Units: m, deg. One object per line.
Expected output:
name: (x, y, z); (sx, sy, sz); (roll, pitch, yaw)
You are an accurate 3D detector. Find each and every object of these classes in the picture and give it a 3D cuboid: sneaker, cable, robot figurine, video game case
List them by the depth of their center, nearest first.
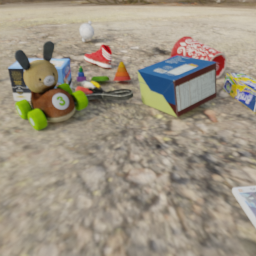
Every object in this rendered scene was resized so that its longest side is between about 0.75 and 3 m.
video game case: (3.274, 1.800, 6.119); (1.404, 0.177, 1.541); (-4, 29, -6)
cable: (-1.144, -1.453, 11.109); (2.738, 0.689, 1.330); (9, 29, 40)
sneaker: (-1.592, -4.104, 15.536); (2.060, 1.190, 0.807); (27, 23, 31)
robot figurine: (-3.053, -7.112, 20.698); (1.043, 1.566, 1.847); (15, 20, -18)

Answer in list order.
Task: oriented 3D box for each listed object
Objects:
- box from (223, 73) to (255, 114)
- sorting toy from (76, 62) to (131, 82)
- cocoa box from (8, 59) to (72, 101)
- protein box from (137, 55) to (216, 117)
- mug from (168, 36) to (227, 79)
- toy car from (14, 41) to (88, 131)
box: (4.886, -1.480, 11.359); (0.875, 0.803, 2.499); (-5, 29, -10)
sorting toy: (-1.159, -2.631, 13.128); (2.574, 0.886, 0.892); (-1, 13, 1)
cocoa box: (-3.567, -2.022, 11.671); (2.190, 1.437, 1.460); (1, 29, 1)
protein box: (1.866, -1.686, 10.668); (2.104, 1.419, 2.088); (-26, 32, -26)
mug: (3.407, -3.307, 14.227); (2.234, 1.679, 2.517); (-44, 45, -3)
toy car: (-2.810, -1.573, 9.531); (2.058, 2.506, 1.977); (-30, 41, -31)
